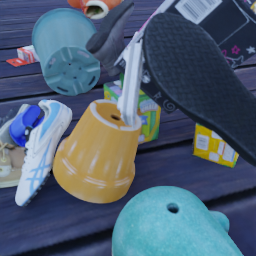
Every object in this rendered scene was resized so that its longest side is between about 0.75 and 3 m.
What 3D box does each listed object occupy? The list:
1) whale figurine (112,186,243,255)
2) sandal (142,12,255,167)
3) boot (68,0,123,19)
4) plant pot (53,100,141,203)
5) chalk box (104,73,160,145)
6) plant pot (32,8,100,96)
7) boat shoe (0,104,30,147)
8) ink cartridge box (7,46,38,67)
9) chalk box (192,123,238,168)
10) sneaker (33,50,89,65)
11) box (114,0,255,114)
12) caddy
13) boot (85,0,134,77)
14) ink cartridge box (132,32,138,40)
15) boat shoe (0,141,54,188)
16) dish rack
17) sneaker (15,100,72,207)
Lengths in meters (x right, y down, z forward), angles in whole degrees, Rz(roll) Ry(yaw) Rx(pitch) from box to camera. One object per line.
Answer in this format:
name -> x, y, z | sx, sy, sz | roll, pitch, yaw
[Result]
whale figurine -> 1.070, 1.970, 4.323 | 2.859, 1.483, 2.274 | 25, 41, 32
sandal -> 1.121, -0.381, 3.892 | 1.009, 2.685, 0.643 | -51, 13, -17
boot -> -1.239, -3.879, 8.580 | 2.196, 0.824, 1.178 | 14, 62, 35
plant pot -> -0.545, 0.379, 6.097 | 1.823, 1.669, 1.823 | 18, 29, -10
chalk box -> 0.102, -0.634, 7.839 | 1.225, 1.963, 1.217 | -16, 37, -23
plant pot -> -2.272, -2.786, 10.761 | 2.706, 2.706, 2.651 | -8, 41, -12
boat shoe -> -3.355, -0.020, 8.068 | 0.606, 0.726, 1.946 | -6, 36, 12
ink cartridge box -> -4.787, -3.573, 13.623 | 2.010, 0.506, 1.095 | -27, 42, -36
chalk box -> 2.616, -0.059, 7.548 | 1.142, 1.147, 1.844 | 18, 45, 25
sneaker -> -3.226, -3.689, 13.448 | 2.585, 0.971, 1.486 | -6, 33, -18
box -> 1.362, -1.995, 6.169 | 1.876, 2.839, 1.629 | 40, 44, -13
caddy -> -2.736, 0.001, 7.851 | 0.697, 0.938, 1.327 | -34, 24, 24
boot -> -0.222, -2.212, 7.014 | 1.694, 1.115, 0.591 | -52, 39, -3
ink cartridge box -> 0.579, -2.319, 10.315 | 0.852, 2.055, 1.509 | 5, 34, 8
boat shoe -> -3.194, 0.801, 6.608 | 2.763, 0.917, 1.023 | -9, 34, -13
dish rack -> 0.036, -0.571, 3.877 | 0.236, 1.086, 0.932 | 6, -9, 3
sneaker -> -2.025, 0.511, 6.254 | 0.877, 0.870, 2.420 | 23, 73, -18
